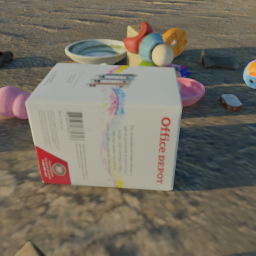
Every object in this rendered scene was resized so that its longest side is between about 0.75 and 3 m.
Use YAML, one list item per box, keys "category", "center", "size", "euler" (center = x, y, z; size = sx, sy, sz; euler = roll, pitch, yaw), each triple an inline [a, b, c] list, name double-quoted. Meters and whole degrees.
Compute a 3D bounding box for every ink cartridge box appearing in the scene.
- category: "ink cartridge box"
  center: [-0.364, -0.102, 6.377]
  size: [2.921, 2.123, 2.113]
  euler: [4, 32, 4]
- category: "ink cartridge box"
  center: [0.628, -2.901, 11.087]
  size: [0.849, 1.862, 2.261]
  euler: [-8, 33, -14]
- category: "ink cartridge box"
  center: [1.987, -2.466, 11.944]
  size: [1.411, 0.262, 0.668]
  euler: [23, 39, 28]

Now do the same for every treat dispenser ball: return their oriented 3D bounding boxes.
- category: "treat dispenser ball"
  center: [4.886, -1.992, 10.421]
  size: [1.088, 1.088, 1.088]
  euler: [0, 32, 0]

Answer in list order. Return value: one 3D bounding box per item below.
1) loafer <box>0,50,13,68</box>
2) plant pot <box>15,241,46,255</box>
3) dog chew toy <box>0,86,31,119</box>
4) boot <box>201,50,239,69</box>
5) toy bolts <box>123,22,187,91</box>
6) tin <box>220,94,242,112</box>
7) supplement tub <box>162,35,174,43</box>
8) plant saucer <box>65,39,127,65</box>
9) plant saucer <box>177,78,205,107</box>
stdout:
- category: "loafer"
  center: [-5.788, -3.280, 12.857]
  size: [0.626, 0.621, 1.719]
  euler: [0, 31, 2]
- category: "plant pot"
  center: [-1.230, 2.360, 3.391]
  size: [1.245, 1.434, 1.434]
  euler: [-40, 48, -25]
- category: "dog chew toy"
  center: [-3.249, -0.700, 8.544]
  size: [1.537, 0.957, 0.957]
  euler: [15, 34, 8]
- category: "boot"
  center: [4.110, -3.108, 12.663]
  size: [1.508, 0.547, 1.372]
  euler: [-4, 46, 7]
- category: "toy bolts"
  center: [1.067, -1.954, 7.642]
  size: [1.917, 2.006, 1.392]
  euler: [-46, 53, 6]
- category: "tin"
  center: [3.468, -0.872, 9.447]
  size: [0.568, 0.212, 1.015]
  euler: [3, 32, -4]
- category: "supplement tub"
  center: [2.079, -4.129, 13.765]
  size: [1.086, 1.086, 1.548]
  euler: [20, 37, 29]
- category: "plant saucer"
  center: [-1.373, -3.356, 12.871]
  size: [2.925, 0.734, 2.925]
  euler: [0, 33, 0]
- category: "plant saucer"
  center: [1.747, -1.221, 9.703]
  size: [1.752, 0.444, 1.752]
  euler: [-3, 32, 2]
